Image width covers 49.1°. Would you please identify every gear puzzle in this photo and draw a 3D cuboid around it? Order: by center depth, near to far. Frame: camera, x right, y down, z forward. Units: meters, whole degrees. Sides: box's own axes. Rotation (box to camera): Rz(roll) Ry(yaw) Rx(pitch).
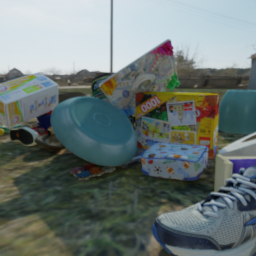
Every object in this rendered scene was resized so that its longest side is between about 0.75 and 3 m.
[{"bbox_3d":[-0.699,0.957,6.949,1.368,0.179,0.708,-12,16,-29],"label":"gear puzzle"}]

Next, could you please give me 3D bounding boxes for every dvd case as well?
[{"bbox_3d":[-0.223,0.749,8.390,1.455,0.156,1.957,-10,15,-42],"label":"dvd case"}]

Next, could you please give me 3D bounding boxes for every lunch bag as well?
[{"bbox_3d":[1.177,0.772,6.834,1.563,0.591,1.253,4,18,28],"label":"lunch bag"}]

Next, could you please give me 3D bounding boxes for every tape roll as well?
[{"bbox_3d":[3.495,0.290,6.724,2.655,0.485,2.655,-23,-7,-3],"label":"tape roll"}]

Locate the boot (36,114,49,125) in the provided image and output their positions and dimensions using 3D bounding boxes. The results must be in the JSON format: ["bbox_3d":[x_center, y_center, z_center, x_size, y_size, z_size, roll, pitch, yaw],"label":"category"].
[{"bbox_3d":[-3.052,-0.660,12.915,1.749,0.790,2.134,-19,10,22],"label":"boot"}]

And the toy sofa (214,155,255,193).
[{"bbox_3d":[2.750,1.011,5.129,2.131,0.883,1.040,0,10,-1],"label":"toy sofa"}]

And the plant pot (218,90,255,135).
[{"bbox_3d":[4.945,-0.756,12.065,2.165,1.738,2.165,0,11,0],"label":"plant pot"}]

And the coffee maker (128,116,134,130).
[{"bbox_3d":[-0.618,-0.041,10.764,1.534,1.033,1.474,0,-7,-7],"label":"coffee maker"}]

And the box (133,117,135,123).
[{"bbox_3d":[0.416,-1.346,13.626,1.715,0.902,2.095,-19,43,3],"label":"box"}]

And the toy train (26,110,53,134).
[{"bbox_3d":[-2.994,-0.249,11.402,2.345,0.993,1.357,2,8,45],"label":"toy train"}]

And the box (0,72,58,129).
[{"bbox_3d":[-3.803,-1.063,10.278,1.223,1.102,2.175,33,43,25],"label":"box"}]

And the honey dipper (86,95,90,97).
[{"bbox_3d":[-1.602,-1.328,14.412,0.541,0.541,2.848,-6,21,-27],"label":"honey dipper"}]

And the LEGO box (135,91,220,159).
[{"bbox_3d":[1.511,-0.175,8.750,2.462,1.834,0.950,5,12,26],"label":"LEGO box"}]

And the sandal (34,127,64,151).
[{"bbox_3d":[-2.296,0.233,9.359,0.910,0.608,2.227,20,15,16],"label":"sandal"}]

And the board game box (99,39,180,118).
[{"bbox_3d":[0.526,-1.390,9.024,2.450,0.317,2.449,-33,-25,2],"label":"board game box"}]

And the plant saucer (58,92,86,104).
[{"bbox_3d":[-3.470,-1.103,14.590,2.802,0.413,2.802,-20,-9,-3],"label":"plant saucer"}]

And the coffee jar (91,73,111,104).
[{"bbox_3d":[-0.895,-1.258,10.540,1.025,0.839,1.966,-20,38,10],"label":"coffee jar"}]

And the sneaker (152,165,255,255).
[{"bbox_3d":[1.643,1.080,4.000,2.753,1.173,1.061,-4,11,-14],"label":"sneaker"}]

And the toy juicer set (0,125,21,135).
[{"bbox_3d":[-4.953,0.001,11.545,1.630,0.444,1.037,0,11,-2],"label":"toy juicer set"}]

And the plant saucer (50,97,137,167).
[{"bbox_3d":[-0.767,-0.086,7.423,2.481,0.446,2.481,22,34,-16],"label":"plant saucer"}]

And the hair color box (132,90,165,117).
[{"bbox_3d":[0.211,-0.918,11.739,2.777,0.842,1.375,-7,-2,6],"label":"hair color box"}]

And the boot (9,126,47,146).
[{"bbox_3d":[-3.307,0.216,10.063,1.254,0.630,1.739,-9,10,-44],"label":"boot"}]
